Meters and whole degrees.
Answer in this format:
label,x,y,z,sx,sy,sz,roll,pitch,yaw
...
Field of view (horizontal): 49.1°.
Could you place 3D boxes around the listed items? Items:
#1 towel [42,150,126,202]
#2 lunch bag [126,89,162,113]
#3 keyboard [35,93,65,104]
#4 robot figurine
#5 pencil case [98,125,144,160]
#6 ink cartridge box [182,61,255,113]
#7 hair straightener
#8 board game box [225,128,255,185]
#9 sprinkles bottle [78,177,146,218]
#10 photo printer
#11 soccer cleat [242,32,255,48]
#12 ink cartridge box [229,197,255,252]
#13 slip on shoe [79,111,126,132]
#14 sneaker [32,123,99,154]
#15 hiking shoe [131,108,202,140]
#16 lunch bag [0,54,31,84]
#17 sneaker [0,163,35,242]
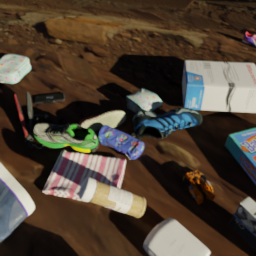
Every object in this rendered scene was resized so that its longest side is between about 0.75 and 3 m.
label,x,y,z,sx,sy,sz,roll,pitch,yaw
towel,-1.262,1.402,8.369,2.183,0.326,1.597,8,44,8
lunch bag,0.611,-0.912,10.487,0.930,0.666,1.092,-31,47,-29
keyboard,-3.085,-1.103,11.055,1.148,0.147,0.689,-9,39,-8
robot figurine,2.029,1.657,8.107,0.770,0.309,1.062,-14,45,-12
pencil case,-0.256,0.488,9.095,1.577,0.615,0.685,25,70,23
ink cartridge box,3.514,-1.611,10.705,2.741,1.154,1.982,4,39,6
hair straightener,-3.295,-0.312,9.800,0.975,0.518,2.534,-16,55,-15
board game box,4.559,1.054,8.526,1.988,0.588,2.614,-14,46,-14
sprinkles bottle,-0.377,1.748,6.977,1.654,0.565,0.565,24,41,-19
photo printer,1.111,2.900,6.737,1.114,0.465,1.338,-33,54,-29
soccer cleat,6.466,-4.390,14.128,1.375,0.503,0.469,33,53,29
ink cartridge box,3.374,2.714,6.519,0.410,1.040,2.091,-24,49,-26
slip on shoe,-0.915,-0.267,9.895,1.742,0.645,0.533,-17,34,-15
sneaker,-2.044,0.142,9.095,2.197,0.936,0.857,8,53,5
hiking shoe,1.333,-0.029,9.549,2.374,0.883,1.029,-5,50,10
lunch bag,-5.059,-2.533,12.162,1.283,0.617,1.600,12,46,9
sneaker,-4.119,1.873,7.258,2.918,1.176,2.137,34,49,23
